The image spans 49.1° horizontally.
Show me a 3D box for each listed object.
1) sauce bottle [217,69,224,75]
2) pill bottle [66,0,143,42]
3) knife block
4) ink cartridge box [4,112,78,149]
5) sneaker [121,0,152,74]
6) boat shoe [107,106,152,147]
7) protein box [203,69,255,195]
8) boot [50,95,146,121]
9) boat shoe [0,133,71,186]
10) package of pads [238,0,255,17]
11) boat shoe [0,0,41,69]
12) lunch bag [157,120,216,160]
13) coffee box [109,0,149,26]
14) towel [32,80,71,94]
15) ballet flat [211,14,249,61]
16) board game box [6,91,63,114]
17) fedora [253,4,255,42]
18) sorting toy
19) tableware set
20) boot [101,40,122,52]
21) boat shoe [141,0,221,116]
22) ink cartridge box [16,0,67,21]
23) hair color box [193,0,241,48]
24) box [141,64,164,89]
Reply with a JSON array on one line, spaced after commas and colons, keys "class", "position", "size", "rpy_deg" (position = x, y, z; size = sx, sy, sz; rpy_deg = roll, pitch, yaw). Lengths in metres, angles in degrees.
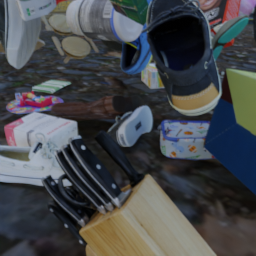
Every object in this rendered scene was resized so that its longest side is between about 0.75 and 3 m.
[{"class": "sauce bottle", "position": [4.577, -2.894, 14.342], "size": [0.287, 0.287, 0.871], "rpy_deg": [-8, 24, -17]}, {"class": "pill bottle", "position": [-0.693, -3.051, 7.802], "size": [2.059, 1.171, 1.171], "rpy_deg": [17, 30, 36]}, {"class": "knife block", "position": [0.167, 1.153, 3.418], "size": [2.505, 2.199, 0.802], "rpy_deg": [12, 29, 24]}, {"class": "ink cartridge box", "position": [-2.255, 0.162, 7.387], "size": [1.521, 0.629, 1.114], "rpy_deg": [12, 28, 25]}, {"class": "sneaker", "position": [0.464, -2.992, 8.298], "size": [0.968, 2.936, 1.151], "rpy_deg": [25, 24, 16]}, {"class": "boat shoe", "position": [0.054, -0.028, 7.677], "size": [0.730, 0.789, 2.136], "rpy_deg": [-7, 22, 27]}, {"class": "protein box", "position": [3.410, 0.204, 5.221], "size": [2.702, 1.823, 2.682], "rpy_deg": [5, 20, -16]}, {"class": "boot", "position": [-0.873, -0.495, 8.720], "size": [2.420, 0.777, 2.255], "rpy_deg": [-7, -12, 31]}, {"class": "boat shoe", "position": [-1.857, 0.608, 6.017], "size": [2.305, 0.983, 0.852], "rpy_deg": [3, 25, 6]}, {"class": "package of pads", "position": [2.877, -3.831, 8.059], "size": [1.761, 0.666, 1.061], "rpy_deg": [41, 47, 3]}, {"class": "boat shoe", "position": [-2.662, -2.611, 6.334], "size": [1.043, 2.942, 1.060], "rpy_deg": [26, 53, -3]}, {"class": "lunch bag", "position": [1.652, 0.231, 7.231], "size": [1.792, 0.677, 1.436], "rpy_deg": [3, 24, 5]}, {"class": "coffee box", "position": [-0.160, -2.709, 5.305], "size": [0.945, 1.536, 0.338], "rpy_deg": [39, 86, 29]}, {"class": "towel", "position": [-3.325, -1.803, 12.178], "size": [1.075, 0.165, 1.410], "rpy_deg": [9, 25, 18]}, {"class": "ballet flat", "position": [1.820, -1.805, 5.695], "size": [0.474, 1.408, 0.448], "rpy_deg": [-13, 64, -31]}, {"class": "board game box", "position": [-3.407, -1.029, 10.235], "size": [2.005, 0.390, 1.584], "rpy_deg": [-9, 26, -17]}, {"class": "fedora", "position": [3.671, -2.715, 6.626], "size": [1.045, 2.288, 2.288], "rpy_deg": [-9, 26, -15]}, {"class": "sorting toy", "position": [-3.230, -2.553, 8.248], "size": [1.050, 0.365, 1.043], "rpy_deg": [-21, -12, 21]}, {"class": "tableware set", "position": [-2.163, -3.258, 10.168], "size": [1.493, 0.453, 2.259], "rpy_deg": [-14, 61, -31]}, {"class": "boot", "position": [0.053, -3.675, 10.159], "size": [1.550, 1.880, 0.617], "rpy_deg": [20, -16, 7]}, {"class": "boat shoe", "position": [0.794, -1.503, 4.491], "size": [1.061, 0.885, 2.844], "rpy_deg": [-17, 51, 16]}, {"class": "ink cartridge box", "position": [-1.453, -2.557, 5.024], "size": [1.200, 0.966, 0.301], "rpy_deg": [-25, 61, -19]}, {"class": "hair color box", "position": [2.124, -2.822, 6.983], "size": [1.080, 0.652, 2.128], "rpy_deg": [-10, 48, 41]}, {"class": "box", "position": [1.141, -2.334, 12.537], "size": [0.723, 0.803, 1.427], "rpy_deg": [-7, 27, -13]}]
